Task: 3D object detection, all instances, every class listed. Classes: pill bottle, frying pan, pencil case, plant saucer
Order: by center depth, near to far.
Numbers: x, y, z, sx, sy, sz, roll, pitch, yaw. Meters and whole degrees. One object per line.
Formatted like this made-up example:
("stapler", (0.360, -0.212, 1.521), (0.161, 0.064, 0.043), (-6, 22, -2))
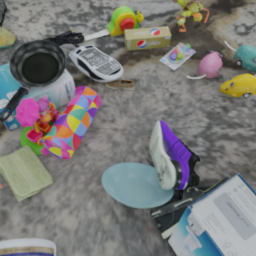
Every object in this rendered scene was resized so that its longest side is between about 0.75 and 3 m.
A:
("pill bottle", (-2.135, 3.506, 5.434), (1.362, 1.362, 2.353), (-5, 57, -3))
("plant saucer", (0.224, 1.500, 7.044), (1.814, 0.349, 1.814), (7, 26, -3))
("frying pan", (-2.592, -1.346, 7.974), (1.621, 0.436, 2.680), (0, 70, -4))
("pencil case", (-1.618, -0.161, 8.088), (0.990, 0.990, 2.240), (20, 58, 13))

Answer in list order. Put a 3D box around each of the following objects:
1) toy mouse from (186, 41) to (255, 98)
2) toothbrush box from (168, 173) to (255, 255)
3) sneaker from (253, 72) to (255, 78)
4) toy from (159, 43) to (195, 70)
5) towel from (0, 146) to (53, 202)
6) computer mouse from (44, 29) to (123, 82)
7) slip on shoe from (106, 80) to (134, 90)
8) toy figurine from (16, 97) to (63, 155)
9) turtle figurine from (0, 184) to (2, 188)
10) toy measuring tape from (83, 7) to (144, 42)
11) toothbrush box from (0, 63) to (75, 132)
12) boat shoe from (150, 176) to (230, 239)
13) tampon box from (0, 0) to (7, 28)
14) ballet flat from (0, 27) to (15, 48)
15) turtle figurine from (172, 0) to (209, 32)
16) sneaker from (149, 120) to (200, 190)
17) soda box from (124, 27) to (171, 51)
("toy mouse", (3.432, -2.191, 9.280), (2.939, 0.569, 2.612), (2, 58, 8))
("toothbrush box", (1.924, 2.455, 5.268), (1.186, 2.781, 2.036), (-27, 60, -17))
("sneaker", (4.754, -1.578, 9.370), (1.121, 0.428, 0.451), (11, 67, 13))
("toy", (1.800, -2.667, 10.102), (0.707, 0.290, 1.228), (39, 65, 23))
("towel", (-2.762, 1.163, 7.467), (1.062, 0.261, 1.432), (-28, 64, -32))
("computer mouse", (-1.453, -2.333, 9.595), (2.948, 0.647, 1.616), (40, 51, 19))
("slip on shoe", (-0.267, -1.477, 9.320), (0.964, 0.292, 0.366), (11, 58, 7))
("toy figurine", (-2.434, -0.299, 7.817), (1.245, 1.526, 1.658), (31, 62, 18))
("turtle figurine", (-4.449, 1.262, 6.959), (2.464, 0.794, 1.987), (-24, 90, 4))
("toy measuring tape", (-0.629, -3.976, 10.589), (2.640, 0.971, 0.971), (-18, 59, -12))
("toothbrush box", (-3.074, -1.264, 8.747), (2.361, 1.007, 1.729), (-31, 62, -18))
("boat shoe", (1.614, 1.762, 6.894), (2.297, 0.825, 0.777), (-29, 61, -14))
("tampon box", (-5.545, -4.701, 11.096), (0.999, 0.842, 1.334), (-3, 57, -2))
("ballet flat", (-5.673, -3.634, 10.339), (2.900, 1.025, 1.025), (12, 58, 7))
("turtle figurine", (2.176, -4.600, 10.632), (1.783, 0.712, 2.211), (46, 59, 3))
("sneaker", (1.287, 0.727, 7.537), (1.152, 0.805, 2.316), (6, 41, -13))
("soda box", (0.702, -3.312, 10.376), (1.661, 0.532, 0.563), (-6, 57, -4))
